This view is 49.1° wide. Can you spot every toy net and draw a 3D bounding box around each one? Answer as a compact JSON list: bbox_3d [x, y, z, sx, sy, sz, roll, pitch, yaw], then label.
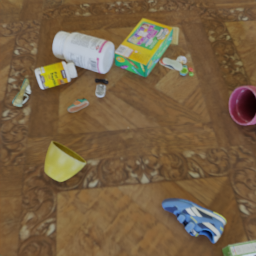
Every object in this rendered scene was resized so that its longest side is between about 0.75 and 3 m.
[{"bbox_3d":[2.739,-3.052,13.524,0.716,0.264,1.365,-3,58,-2],"label":"toy net"}]

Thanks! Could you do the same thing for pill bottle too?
[{"bbox_3d":[-3.256,-2.422,12.726,1.720,0.940,0.940,-19,60,-11],"label":"pill bottle"},{"bbox_3d":[-2.090,-3.595,13.153,2.602,1.475,1.475,19,60,12],"label":"pill bottle"}]

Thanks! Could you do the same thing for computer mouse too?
[{"bbox_3d":[-1.256,-1.781,12.748,0.650,0.260,1.186,5,52,-2],"label":"computer mouse"}]

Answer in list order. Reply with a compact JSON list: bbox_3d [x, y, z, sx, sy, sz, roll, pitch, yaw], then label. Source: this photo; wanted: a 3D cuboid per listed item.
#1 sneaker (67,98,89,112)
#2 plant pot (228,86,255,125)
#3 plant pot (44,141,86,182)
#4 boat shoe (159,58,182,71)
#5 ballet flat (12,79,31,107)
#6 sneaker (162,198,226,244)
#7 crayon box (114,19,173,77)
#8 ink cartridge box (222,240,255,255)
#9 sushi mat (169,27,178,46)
[{"bbox_3d":[-2.230,-1.003,12.221,0.969,0.346,0.387,-24,55,-20],"label":"sneaker"},{"bbox_3d":[5.258,-0.953,11.546,1.441,1.610,1.610,-6,57,-21],"label":"plant pot"},{"bbox_3d":[-2.438,1.325,10.248,1.479,1.479,1.050,33,88,19],"label":"plant pot"},{"bbox_3d":[1.741,-2.556,11.331,0.984,0.308,0.350,15,78,-23],"label":"boat shoe"},{"bbox_3d":[-4.642,-1.545,12.503,0.518,0.518,1.466,11,58,7],"label":"ballet flat"},{"bbox_3d":[2.124,3.056,9.388,2.207,0.816,0.908,20,62,13],"label":"sneaker"},{"bbox_3d":[0.805,-3.981,13.707,1.735,0.851,2.922,25,62,17],"label":"crayon box"},{"bbox_3d":[3.423,3.933,8.903,1.300,0.675,0.386,-9,58,-5],"label":"ink cartridge box"},{"bbox_3d":[2.308,-4.843,14.751,0.667,0.084,1.393,6,58,5],"label":"sushi mat"}]
